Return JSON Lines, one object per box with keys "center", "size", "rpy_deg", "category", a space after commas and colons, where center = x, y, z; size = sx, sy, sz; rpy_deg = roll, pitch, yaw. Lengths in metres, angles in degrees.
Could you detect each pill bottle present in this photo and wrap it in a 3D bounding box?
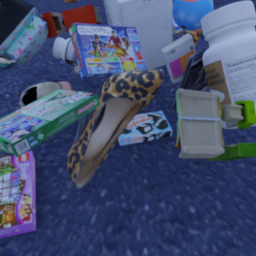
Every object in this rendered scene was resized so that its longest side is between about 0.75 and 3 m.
{"center": [-1.557, -2.272, 8.499], "size": [1.299, 0.756, 0.756], "rpy_deg": [15, 45, 1], "category": "pill bottle"}
{"center": [2.753, -1.501, 6.984], "size": [1.607, 2.810, 1.607], "rpy_deg": [-15, 4, 1], "category": "pill bottle"}

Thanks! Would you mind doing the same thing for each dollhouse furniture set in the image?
{"center": [-1.968, -3.525, 9.280], "size": [2.106, 2.129, 1.097], "rpy_deg": [-2, 22, 27], "category": "dollhouse furniture set"}
{"center": [1.494, 0.014, 5.433], "size": [1.822, 0.914, 1.193], "rpy_deg": [3, 78, -24], "category": "dollhouse furniture set"}

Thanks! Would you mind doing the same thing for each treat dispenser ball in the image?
{"center": [1.880, -3.442, 8.190], "size": [1.165, 1.165, 1.165], "rpy_deg": [0, 44, 0], "category": "treat dispenser ball"}

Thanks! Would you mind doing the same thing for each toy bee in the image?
{"center": [2.357, -3.626, 9.353], "size": [1.468, 1.219, 2.243], "rpy_deg": [9, 63, 11], "category": "toy bee"}

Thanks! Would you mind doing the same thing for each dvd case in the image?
{"center": [2.146, -1.577, 8.414], "size": [1.692, 2.276, 0.182], "rpy_deg": [-34, 66, -24], "category": "dvd case"}

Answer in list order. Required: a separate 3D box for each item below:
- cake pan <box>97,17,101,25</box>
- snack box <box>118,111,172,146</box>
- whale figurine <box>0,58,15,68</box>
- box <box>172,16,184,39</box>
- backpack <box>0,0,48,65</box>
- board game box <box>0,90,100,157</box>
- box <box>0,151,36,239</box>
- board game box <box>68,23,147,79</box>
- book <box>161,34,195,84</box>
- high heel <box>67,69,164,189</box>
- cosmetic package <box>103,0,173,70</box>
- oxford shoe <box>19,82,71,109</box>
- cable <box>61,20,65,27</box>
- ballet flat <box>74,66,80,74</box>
{"center": [-1.530, -4.115, 11.153], "size": [1.061, 1.061, 0.195], "rpy_deg": [-16, 89, -16], "category": "cake pan"}
{"center": [0.477, -0.011, 9.706], "size": [1.821, 0.338, 1.058], "rpy_deg": [-10, 44, -10], "category": "snack box"}
{"center": [-5.606, -2.981, 12.884], "size": [0.606, 0.395, 0.762], "rpy_deg": [25, 25, 27], "category": "whale figurine"}
{"center": [1.633, -4.493, 11.614], "size": [0.541, 0.496, 1.543], "rpy_deg": [-35, 89, -25], "category": "box"}
{"center": [-3.200, -2.702, 7.998], "size": [1.724, 1.462, 1.942], "rpy_deg": [-54, 17, -6], "category": "backpack"}
{"center": [-1.366, -0.167, 4.431], "size": [1.070, 0.231, 1.589], "rpy_deg": [11, 37, 41], "category": "board game box"}
{"center": [-3.442, 1.797, 7.686], "size": [1.675, 0.478, 2.447], "rpy_deg": [-10, 44, -10], "category": "box"}
{"center": [-0.419, -1.811, 6.612], "size": [1.763, 0.304, 1.193], "rpy_deg": [-11, 85, -37], "category": "board game box"}
{"center": [1.579, -2.018, 8.398], "size": [0.918, 1.374, 0.330], "rpy_deg": [-30, 53, 1], "category": "book"}
{"center": [-0.300, 0.108, 5.801], "size": [1.046, 2.928, 2.088], "rpy_deg": [22, 61, -31], "category": "high heel"}
{"center": [0.244, -3.600, 8.996], "size": [1.586, 2.580, 2.572], "rpy_deg": [-20, 52, -4], "category": "cosmetic package"}
{"center": [-2.379, -0.746, 7.168], "size": [0.911, 0.873, 2.468], "rpy_deg": [-2, -7, -39], "category": "oxford shoe"}
{"center": [-2.329, -3.749, 10.025], "size": [1.295, 0.629, 0.326], "rpy_deg": [0, 43, 7], "category": "cable"}
{"center": [-1.511, -2.273, 10.098], "size": [1.228, 0.393, 0.464], "rpy_deg": [-10, 72, 23], "category": "ballet flat"}
